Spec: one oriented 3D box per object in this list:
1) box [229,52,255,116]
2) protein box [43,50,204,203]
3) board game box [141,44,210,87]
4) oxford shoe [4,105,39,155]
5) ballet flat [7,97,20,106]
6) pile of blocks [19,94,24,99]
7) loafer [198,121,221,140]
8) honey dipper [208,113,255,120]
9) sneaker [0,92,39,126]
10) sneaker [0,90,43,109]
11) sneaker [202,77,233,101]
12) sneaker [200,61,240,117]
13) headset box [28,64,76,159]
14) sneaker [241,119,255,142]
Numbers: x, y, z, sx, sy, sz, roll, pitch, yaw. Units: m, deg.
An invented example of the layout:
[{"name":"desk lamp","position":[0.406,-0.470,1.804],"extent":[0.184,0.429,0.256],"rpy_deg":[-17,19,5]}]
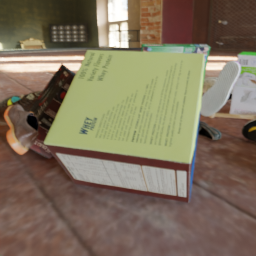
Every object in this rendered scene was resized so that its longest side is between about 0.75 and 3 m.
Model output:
[{"name":"box","position":[5.600,-1.568,10.830],"extent":[2.786,2.458,1.347],"rpy_deg":[11,24,28]},{"name":"protein box","position":[0.153,-0.118,6.170],"extent":[2.684,1.811,2.665],"rpy_deg":[6,56,15]},{"name":"board game box","position":[1.448,-1.936,9.013],"extent":[2.140,1.440,0.312],"rpy_deg":[-1,33,-8]},{"name":"oxford shoe","position":[-2.558,-0.120,6.962],"extent":[0.718,0.702,1.969],"rpy_deg":[-37,41,-1]},{"name":"ballet flat","position":[-3.349,-0.470,10.209],"extent":[2.071,0.694,0.692],"rpy_deg":[21,27,-19]},{"name":"pile of blocks","position":[-3.500,-0.785,11.522],"extent":[0.756,0.998,2.432],"rpy_deg":[-38,-17,36]},{"name":"loafer","position":[2.505,0.092,9.316],"extent":[0.378,0.432,1.203],"rpy_deg":[-20,29,-30]},{"name":"honey dipper","position":[4.357,-0.441,10.765],"extent":[2.491,0.473,0.473],"rpy_deg":[6,21,24]},{"name":"sneaker","position":[-3.382,-0.796,9.290],"extent":[0.787,0.844,2.235],"rpy_deg":[39,41,25]},{"name":"sneaker","position":[-4.453,-0.935,11.812],"extent":[0.980,0.914,2.595],"rpy_deg":[-12,9,37]},{"name":"sneaker","position":[4.302,-1.943,14.025],"extent":[1.465,0.961,2.546],"rpy_deg":[-16,27,-41]},{"name":"sneaker","position":[3.120,-1.281,9.356],"extent":[0.718,1.980,1.129],"rpy_deg":[37,24,12]},{"name":"headset box","position":[-2.195,-0.466,8.270],"extent":[0.964,2.570,1.910],"rpy_deg":[34,6,-28]},{"name":"sneaker","position":[4.648,0.205,8.437],"extent":[2.213,0.774,0.996],"rpy_deg":[6,18,9]}]
